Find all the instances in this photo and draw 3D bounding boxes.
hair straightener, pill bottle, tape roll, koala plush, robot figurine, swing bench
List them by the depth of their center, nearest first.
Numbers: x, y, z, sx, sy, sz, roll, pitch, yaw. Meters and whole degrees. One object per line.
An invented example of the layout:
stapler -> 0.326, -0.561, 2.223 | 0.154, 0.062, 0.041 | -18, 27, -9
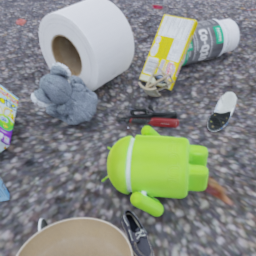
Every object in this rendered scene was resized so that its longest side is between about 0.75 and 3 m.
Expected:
robot figurine -> 0.647, 0.956, 7.040 | 2.595, 1.501, 2.277 | 1, 53, 11
koala plush -> -1.992, -1.055, 8.684 | 1.690, 1.839, 1.631 | 34, 83, 38
hair straightener -> 0.639, -0.393, 9.490 | 2.113, 0.432, 0.813 | -1, 44, 6
swing bench -> 1.020, -1.618, 10.073 | 1.060, 1.054, 0.688 | -46, 75, 6
tape roll -> -1.543, -3.019, 10.394 | 2.996, 2.996, 2.057 | 28, 48, 27
pill bottle -> 3.185, -3.771, 12.207 | 2.955, 1.671, 1.671 | -17, 45, -16

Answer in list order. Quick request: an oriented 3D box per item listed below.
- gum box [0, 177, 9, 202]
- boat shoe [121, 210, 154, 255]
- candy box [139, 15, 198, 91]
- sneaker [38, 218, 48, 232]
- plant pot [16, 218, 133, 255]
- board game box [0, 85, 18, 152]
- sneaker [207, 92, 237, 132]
gum box -> -3.657, 1.537, 6.820 | 1.196, 1.016, 0.266 | -9, 50, -10
boat shoe -> 0.187, 2.406, 6.336 | 0.452, 0.390, 1.243 | -17, 45, -19
candy box -> 1.537, -2.945, 10.867 | 1.397, 2.734, 0.361 | 24, 4, 26
sneaker -> -1.641, 2.396, 6.134 | 0.477, 0.340, 0.961 | -26, 68, 10
plant pot -> -0.908, 2.824, 4.999 | 2.024, 1.359, 2.024 | -1, 26, 1
board game box -> -4.244, -0.258, 8.391 | 1.186, 1.165, 2.261 | -33, 41, 16
sneaker -> 3.167, -0.473, 9.460 | 0.622, 0.627, 1.731 | 28, 62, 17
